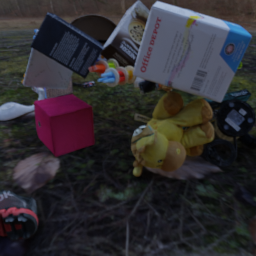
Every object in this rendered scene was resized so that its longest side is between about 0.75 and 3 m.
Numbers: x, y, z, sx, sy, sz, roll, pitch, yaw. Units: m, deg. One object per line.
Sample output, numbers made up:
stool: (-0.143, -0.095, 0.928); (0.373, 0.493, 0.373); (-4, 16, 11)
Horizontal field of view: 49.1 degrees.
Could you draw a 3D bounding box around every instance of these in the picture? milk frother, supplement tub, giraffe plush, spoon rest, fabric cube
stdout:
milk frother: (3.387, 0.281, 9.690); (2.006, 1.811, 1.887); (-29, -15, 8)
supplement tub: (0.817, -1.630, 10.786); (0.817, 0.501, 0.501); (-18, 25, 4)
giraffe plush: (1.100, 0.376, 8.606); (2.774, 2.394, 2.250); (2, 32, 24)
spoon rest: (-4.976, -0.974, 13.100); (1.253, 0.765, 2.522); (22, 46, 40)
fabric cube: (-2.324, -0.153, 10.185); (1.603, 1.573, 1.598); (-16, 32, -32)

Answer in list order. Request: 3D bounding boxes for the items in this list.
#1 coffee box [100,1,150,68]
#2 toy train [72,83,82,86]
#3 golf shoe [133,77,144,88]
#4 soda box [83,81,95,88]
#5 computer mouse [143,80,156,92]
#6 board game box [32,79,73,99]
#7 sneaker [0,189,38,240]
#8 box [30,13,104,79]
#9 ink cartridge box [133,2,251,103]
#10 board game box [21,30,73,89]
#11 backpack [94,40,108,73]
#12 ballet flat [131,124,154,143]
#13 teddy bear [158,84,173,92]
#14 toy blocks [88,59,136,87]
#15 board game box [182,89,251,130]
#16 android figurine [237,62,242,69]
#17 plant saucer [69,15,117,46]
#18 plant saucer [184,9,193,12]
coffee box: (0.147, -3.320, 10.428); (0.941, 1.333, 2.358); (-14, 44, 57)
toy train: (-3.184, -2.658, 17.071); (0.991, 0.169, 0.227); (11, 15, 23)
golf shoe: (0.366, -2.510, 12.384); (0.983, 1.194, 2.609); (-37, 23, 2)
soda box: (-2.348, -2.596, 16.827); (0.272, 0.244, 0.769); (20, 33, 36)
computer mouse: (1.207, -2.171, 9.545); (0.404, 2.373, 0.695); (39, 26, 1)
board game box: (-4.324, -2.478, 15.727); (1.585, 0.963, 1.988); (-20, 31, -36)
sneaker: (-3.222, 1.998, 6.520); (2.322, 0.821, 1.135); (0, 26, -6)
box: (-1.862, -2.613, 8.800); (1.810, 1.141, 1.842); (30, 13, -18)
ink cartridge box: (1.694, -2.250, 8.041); (2.591, 1.901, 1.892); (18, 30, 1)
board game box: (-2.826, -2.468, 10.429); (0.264, 2.041, 2.042); (34, 22, 30)
backpack: (-1.393, -3.098, 12.230); (1.713, 1.386, 1.799); (1, 3, -45)
ballet flat: (0.330, 0.130, 6.953); (0.326, 0.299, 0.949); (-27, -1, -34)
teddy bear: (2.218, -2.405, 16.261); (1.147, 0.528, 1.582); (-5, 17, -27)
toy blocks: (-0.603, -1.590, 8.081); (1.213, 0.529, 1.456); (27, 26, 24)
board game box: (3.341, -0.577, 10.891); (2.612, 1.767, 0.368); (-13, 55, -26)
android figurine: (3.766, -2.991, 11.809); (1.974, 0.445, 2.169); (23, -2, -13)
plant saucer: (-1.738, -4.195, 13.507); (2.891, 2.891, 0.464); (-5, 51, -10)
plant saucer: (2.216, -3.789, 12.611); (2.885, 2.885, 0.724); (-14, 27, -26)
